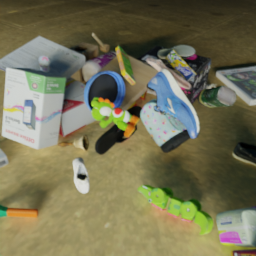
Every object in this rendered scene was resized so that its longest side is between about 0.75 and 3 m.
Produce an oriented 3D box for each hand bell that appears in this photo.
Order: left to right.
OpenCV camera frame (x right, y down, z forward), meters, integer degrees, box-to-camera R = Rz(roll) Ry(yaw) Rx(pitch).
[{"bbox_3d":[-1.953,0.557,9.693,1.061,0.553,0.553,-5,35,15],"label":"hand bell"}]

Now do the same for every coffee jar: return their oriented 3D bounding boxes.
[{"bbox_3d":[2.964,-1.036,9.529,0.729,0.596,1.398,22,-4,-15],"label":"coffee jar"}]

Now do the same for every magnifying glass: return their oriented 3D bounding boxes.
[{"bbox_3d":[-3.372,2.187,7.355,1.911,0.761,0.214,7,33,-8],"label":"magnifying glass"}]

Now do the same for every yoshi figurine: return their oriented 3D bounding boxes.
[{"bbox_3d":[-0.538,-0.361,9.303,1.648,0.923,0.926,33,7,-6],"label":"yoshi figurine"}]

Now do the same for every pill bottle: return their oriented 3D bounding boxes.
[{"bbox_3d":[-1.018,-2.931,13.556,1.287,1.287,2.292,27,44,31],"label":"pill bottle"}]

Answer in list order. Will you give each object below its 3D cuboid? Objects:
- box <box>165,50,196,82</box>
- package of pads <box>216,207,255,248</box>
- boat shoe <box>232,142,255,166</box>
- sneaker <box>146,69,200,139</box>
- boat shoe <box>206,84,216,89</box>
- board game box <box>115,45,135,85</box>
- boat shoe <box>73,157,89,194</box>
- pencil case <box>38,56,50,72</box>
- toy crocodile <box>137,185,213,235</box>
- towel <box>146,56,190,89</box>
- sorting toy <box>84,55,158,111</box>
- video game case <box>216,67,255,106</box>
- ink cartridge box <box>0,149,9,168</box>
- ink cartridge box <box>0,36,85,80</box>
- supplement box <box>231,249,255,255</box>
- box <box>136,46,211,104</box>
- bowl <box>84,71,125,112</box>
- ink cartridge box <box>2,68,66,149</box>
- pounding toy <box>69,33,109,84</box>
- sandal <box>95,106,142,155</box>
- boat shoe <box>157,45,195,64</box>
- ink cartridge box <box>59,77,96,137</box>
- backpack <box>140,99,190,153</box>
[{"bbox_3d":[1.897,-2.227,10.153,1.208,0.423,0.388,46,12,-1],"label":"box"},{"bbox_3d":[3.431,2.190,6.317,2.452,1.894,0.836,-3,69,-3],"label":"package of pads"},{"bbox_3d":[4.371,0.894,9.047,1.827,0.606,0.683,22,42,26],"label":"boat shoe"},{"bbox_3d":[1.277,-0.571,7.994,0.966,0.851,2.166,-34,78,8],"label":"sneaker"},{"bbox_3d":[3.869,-1.811,12.776,0.389,0.449,1.054,-4,37,-6],"label":"boat shoe"},{"bbox_3d":[-0.097,-2.044,8.994,0.201,0.642,1.343,-25,53,21],"label":"board game box"},{"bbox_3d":[-1.210,1.307,7.250,0.380,1.074,0.372,-16,26,-16],"label":"boat shoe"},{"bbox_3d":[-3.074,-2.325,10.310,0.370,0.890,0.404,-40,92,-14],"label":"pencil case"},{"bbox_3d":[1.222,2.083,7.492,2.166,0.669,0.731,20,1,26],"label":"toy crocodile"},{"bbox_3d":[1.436,-2.037,10.240,1.564,0.264,1.637,35,10,-18],"label":"towel"},{"bbox_3d":[-0.222,-1.743,11.747,2.415,0.845,2.429,-44,54,-15],"label":"sorting toy"},{"bbox_3d":[6.088,-2.100,13.250,2.694,0.346,2.963,-9,38,-12],"label":"video game case"},{"bbox_3d":[-4.924,0.932,9.178,1.330,0.393,1.662,-29,47,-33],"label":"ink cartridge box"},{"bbox_3d":[-3.543,-2.565,11.388,2.586,0.570,2.634,28,54,19],"label":"ink cartridge box"},{"bbox_3d":[2.751,2.777,4.858,0.992,2.316,1.278,-1,66,-2],"label":"supplement box"},{"bbox_3d":[1.958,-2.348,12.521,2.788,1.600,1.842,22,46,28],"label":"box"},{"bbox_3d":[-0.843,-1.222,9.951,1.643,1.643,0.323,-27,36,-31],"label":"bowl"},{"bbox_3d":[-3.194,-0.687,9.421,1.746,2.403,1.051,17,17,25],"label":"ink cartridge box"},{"bbox_3d":[-2.056,-3.647,13.781,1.122,2.155,2.453,21,42,26],"label":"pounding toy"},{"bbox_3d":[-0.163,0.131,9.810,0.561,0.935,2.490,22,48,30],"label":"sandal"},{"bbox_3d":[1.936,-2.979,11.518,1.659,0.500,0.627,-8,58,-13],"label":"boat shoe"},{"bbox_3d":[-2.629,-1.040,11.177,2.728,1.130,1.988,30,46,34],"label":"ink cartridge box"},{"bbox_3d":[1.239,-0.183,9.235,1.100,1.450,1.737,-14,69,-52],"label":"backpack"}]
